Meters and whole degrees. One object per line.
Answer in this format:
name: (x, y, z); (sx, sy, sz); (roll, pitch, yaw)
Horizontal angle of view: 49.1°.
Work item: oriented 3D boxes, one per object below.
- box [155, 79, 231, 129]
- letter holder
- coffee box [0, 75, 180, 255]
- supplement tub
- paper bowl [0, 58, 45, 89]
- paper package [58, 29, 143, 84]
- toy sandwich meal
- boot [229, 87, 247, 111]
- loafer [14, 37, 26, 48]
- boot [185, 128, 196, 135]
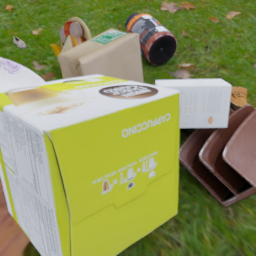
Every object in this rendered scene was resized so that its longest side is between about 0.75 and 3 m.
box: (1.635, -0.645, 7.383); (1.807, 1.124, 0.881); (0, 20, 1)
letter holder: (2.904, 0.311, 7.450); (1.973, 1.396, 2.775); (45, 58, 12)
coffee box: (-0.851, 0.600, 5.662); (2.775, 2.779, 2.749); (-19, 27, -37)
supplement tub: (0.833, -3.938, 11.994); (1.455, 1.455, 2.720); (-18, 48, -17)
paper bowl: (-3.928, -0.981, 8.633); (2.734, 1.422, 2.734); (26, 26, -14)
paper package: (-0.771, -1.694, 9.105); (1.270, 2.339, 2.454); (27, 50, 35)
toy sandwich meal: (-2.150, -2.874, 10.437); (0.845, 2.466, 2.466); (-12, 43, -38)
boot: (3.922, -0.883, 9.621); (1.441, 0.553, 1.119); (14, 52, 34)
loafer: (-4.977, -3.899, 12.783); (0.865, 0.272, 0.311); (34, 55, 29)
boot: (1.399, -0.241, 8.786); (2.189, 0.824, 1.636); (-24, 50, -22)
